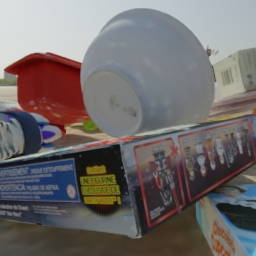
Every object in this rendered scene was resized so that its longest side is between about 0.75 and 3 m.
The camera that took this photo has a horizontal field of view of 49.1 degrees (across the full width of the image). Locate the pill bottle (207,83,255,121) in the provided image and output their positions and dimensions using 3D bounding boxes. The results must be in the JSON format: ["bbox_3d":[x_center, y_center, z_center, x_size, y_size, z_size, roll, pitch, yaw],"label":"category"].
[{"bbox_3d":[3.532,-0.772,8.187,2.634,1.463,1.463,-3,8,-15],"label":"pill bottle"}]

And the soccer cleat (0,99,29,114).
[{"bbox_3d":[-3.594,-0.414,8.166,2.638,0.914,1.023,12,7,26],"label":"soccer cleat"}]

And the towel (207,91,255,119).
[{"bbox_3d":[1.999,-0.402,5.590,2.264,0.382,2.371,-12,-1,16],"label":"towel"}]

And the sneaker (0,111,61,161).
[{"bbox_3d":[-1.702,0.101,4.026,1.508,0.829,2.059,-10,5,-21],"label":"sneaker"}]

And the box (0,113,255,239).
[{"bbox_3d":[0.196,0.285,2.729,1.701,0.495,2.484,-11,-2,41],"label":"box"}]

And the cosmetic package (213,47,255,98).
[{"bbox_3d":[2.746,-1.124,5.154,1.990,0.727,1.030,-11,1,-5],"label":"cosmetic package"}]

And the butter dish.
[{"bbox_3d":[-1.593,-0.627,6.485,2.221,1.646,2.227,10,-6,-39],"label":"butter dish"}]

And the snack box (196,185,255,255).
[{"bbox_3d":[1.461,0.667,1.752,1.850,0.343,1.075,0,6,1],"label":"snack box"}]

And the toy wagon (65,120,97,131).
[{"bbox_3d":[-0.682,-0.300,8.326,2.579,0.510,2.001,2,8,11],"label":"toy wagon"}]

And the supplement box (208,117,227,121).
[{"bbox_3d":[1.919,0.141,4.744,0.868,0.583,0.867,6,10,44],"label":"supplement box"}]

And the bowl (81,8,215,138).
[{"bbox_3d":[0.043,-0.563,4.531,2.419,2.419,1.087,6,31,37],"label":"bowl"}]
